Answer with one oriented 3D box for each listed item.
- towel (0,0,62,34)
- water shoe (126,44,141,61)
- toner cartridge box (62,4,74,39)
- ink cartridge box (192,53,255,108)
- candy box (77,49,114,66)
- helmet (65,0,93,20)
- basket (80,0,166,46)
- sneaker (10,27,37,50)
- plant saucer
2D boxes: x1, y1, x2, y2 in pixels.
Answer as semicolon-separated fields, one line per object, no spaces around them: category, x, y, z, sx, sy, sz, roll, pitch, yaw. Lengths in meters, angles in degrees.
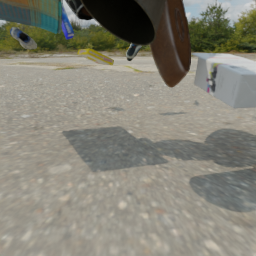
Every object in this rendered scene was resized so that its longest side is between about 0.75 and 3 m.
towel;-2.682;-3.155;6.979;2.066;0.306;2.817;10;-3;-14
water shoe;0.226;-2.888;10.209;0.369;1.031;0.407;33;-21;6
toner cartridge box;-2.451;-4.095;10.787;0.259;1.199;0.570;-22;6;-17
ink cartridge box;2.249;-1.093;6.052;1.158;0.683;2.012;-3;26;-15
candy box;-0.829;-1.752;6.908;0.648;0.167;1.267;18;7;-24
helmet;-0.954;-3.452;6.643;1.424;1.358;1.424;-19;1;1
basket;0.165;-2.670;4.968;1.580;1.753;1.192;33;-17;-31
sneaker;-2.700;-2.304;7.401;0.361;0.326;0.846;29;-1;30
plant saucer;1.072;-2.500;6.944;0.507;2.945;2.945;-7;13;24
